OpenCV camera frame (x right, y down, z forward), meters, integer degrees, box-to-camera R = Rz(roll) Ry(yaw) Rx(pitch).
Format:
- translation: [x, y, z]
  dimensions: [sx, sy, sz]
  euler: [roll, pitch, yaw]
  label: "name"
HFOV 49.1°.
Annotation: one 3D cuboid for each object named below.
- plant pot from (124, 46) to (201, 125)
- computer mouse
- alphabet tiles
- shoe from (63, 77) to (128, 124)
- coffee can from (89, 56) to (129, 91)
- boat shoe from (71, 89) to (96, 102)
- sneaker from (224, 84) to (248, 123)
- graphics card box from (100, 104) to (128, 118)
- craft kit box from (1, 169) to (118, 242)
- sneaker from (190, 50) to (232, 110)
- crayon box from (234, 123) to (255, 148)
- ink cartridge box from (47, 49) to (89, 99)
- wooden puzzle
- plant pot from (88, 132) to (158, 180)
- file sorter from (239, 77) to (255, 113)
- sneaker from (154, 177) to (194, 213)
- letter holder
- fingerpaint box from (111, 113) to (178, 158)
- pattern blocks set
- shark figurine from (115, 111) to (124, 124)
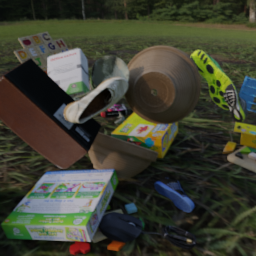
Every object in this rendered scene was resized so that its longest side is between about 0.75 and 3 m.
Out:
- translation: [1.076, -1.415, 10.176]
  dimensions: [2.980, 2.980, 1.376]
  euler: [9, 22, 17]
  label: "plant pot"
- translation: [0.472, 2.743, 7.578]
  dimensions: [2.706, 0.461, 0.793]
  euler: [5, 25, 10]
  label: "computer mouse"
- translation: [-2.932, -2.465, 10.745]
  dimensions: [2.189, 2.631, 0.083]
  euler: [-33, -1, -41]
  label: "alphabet tiles"
- translation: [-0.610, -0.618, 6.448]
  dimensions: [1.818, 0.636, 0.485]
  euler: [-37, 32, -28]
  label: "shoe"
- translation: [-0.734, -1.676, 10.041]
  dimensions: [1.268, 1.268, 1.732]
  euler: [-6, -6, -12]
  label: "coffee can"
- translation: [-1.186, -0.833, 8.249]
  dimensions: [1.577, 0.494, 0.578]
  euler: [-14, -14, 12]
  label: "boat shoe"
- translation: [3.402, -0.813, 8.773]
  dimensions: [0.513, 1.268, 0.468]
  euler: [-35, 21, -30]
  label: "sneaker"
- translation: [-0.819, -0.976, 15.812]
  dimensions: [1.478, 0.376, 0.927]
  euler: [-5, 26, -13]
  label: "graphics card box"
- translation: [-1.889, 2.201, 8.405]
  dimensions: [2.620, 0.636, 2.587]
  euler: [-5, 21, 18]
  label: "craft kit box"
- translation: [3.345, -1.874, 10.564]
  dimensions: [1.065, 0.944, 2.549]
  euler: [-13, 70, -50]
  label: "sneaker"
- translation: [5.859, 0.428, 12.357]
  dimensions: [2.342, 0.595, 1.487]
  euler: [14, 22, 21]
  label: "crayon box"
- translation: [-1.926, -1.591, 9.058]
  dimensions: [1.209, 0.698, 1.655]
  euler: [-12, 65, 11]
  label: "ink cartridge box"
- translation: [5.062, 1.187, 11.405]
  dimensions: [2.558, 0.299, 1.726]
  euler: [20, 33, 35]
  label: "wooden puzzle"
- translation: [-0.386, 1.037, 10.018]
  dimensions: [2.729, 1.260, 2.729]
  euler: [18, -3, 1]
  label: "plant pot"
- translation: [4.689, -1.190, 10.415]
  dimensions: [0.818, 1.179, 0.723]
  euler: [9, 16, -29]
  label: "file sorter"
- translation: [1.613, 2.095, 9.173]
  dimensions: [0.653, 0.588, 1.676]
  euler: [-25, 33, -28]
  label: "sneaker"
- translation: [-2.441, -0.119, 7.605]
  dimensions: [1.903, 2.677, 1.346]
  euler: [-37, 17, 27]
  label: "letter holder"
- translation: [0.832, 0.238, 12.433]
  dimensions: [2.208, 0.971, 2.647]
  euler: [5, 25, 22]
  label: "fingerpaint box"
- translation: [-0.632, 2.826, 8.123]
  dimensions: [2.135, 0.173, 1.877]
  euler: [-5, 26, -11]
  label: "pattern blocks set"
- translation: [-0.340, -0.555, 14.899]
  dimensions: [0.623, 0.435, 1.042]
  euler: [3, 28, 4]
  label: "shark figurine"
